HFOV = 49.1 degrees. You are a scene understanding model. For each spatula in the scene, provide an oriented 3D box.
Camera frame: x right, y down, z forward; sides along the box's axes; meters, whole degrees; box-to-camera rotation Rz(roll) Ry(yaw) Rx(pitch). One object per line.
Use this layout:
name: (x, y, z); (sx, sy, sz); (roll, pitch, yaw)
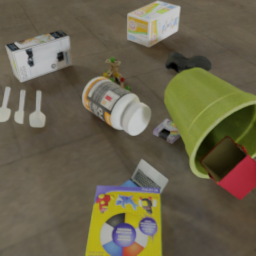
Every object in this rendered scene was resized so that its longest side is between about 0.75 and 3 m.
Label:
spatula: (-3.861, -0.798, 10.233); (1.623, 0.187, 2.334); (4, 35, -18)

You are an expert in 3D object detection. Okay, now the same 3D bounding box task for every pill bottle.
pill bottle: (-0.410, -0.741, 9.560); (1.323, 1.323, 2.273); (-33, 50, -31)

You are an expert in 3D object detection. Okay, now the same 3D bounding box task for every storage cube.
storage cube: (2.742, 1.043, 7.325); (1.054, 1.173, 1.003); (35, 14, -27)

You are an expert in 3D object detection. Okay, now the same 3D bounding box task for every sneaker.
sneaker: (2.606, -2.702, 12.332); (2.055, 0.781, 0.933); (13, 53, 24)

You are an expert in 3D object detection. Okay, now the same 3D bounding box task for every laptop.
laptop: (0.328, 1.559, 7.533); (1.024, 1.093, 0.634); (36, 16, 33)

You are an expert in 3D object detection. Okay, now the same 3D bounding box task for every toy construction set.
toy construction set: (-0.584, -2.036, 11.111); (1.317, 1.214, 1.579); (-26, 48, -26)

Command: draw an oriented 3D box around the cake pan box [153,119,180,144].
cake pan box: (1.371, 0.112, 9.459); (0.771, 0.219, 0.837); (28, 49, 31)

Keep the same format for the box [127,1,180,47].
box: (1.350, -5.586, 14.943); (1.535, 1.383, 2.728); (29, 49, 28)

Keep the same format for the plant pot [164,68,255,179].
plant pot: (2.319, -0.404, 8.123); (2.724, 2.724, 2.587); (-16, 45, -17)

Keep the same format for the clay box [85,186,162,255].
clay box: (-0.073, 2.654, 6.210); (1.626, 0.674, 2.830); (1, 43, 3)

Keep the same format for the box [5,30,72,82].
box: (-3.780, -3.127, 12.157); (2.539, 1.481, 0.763); (-26, 50, -28)
